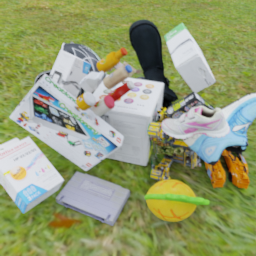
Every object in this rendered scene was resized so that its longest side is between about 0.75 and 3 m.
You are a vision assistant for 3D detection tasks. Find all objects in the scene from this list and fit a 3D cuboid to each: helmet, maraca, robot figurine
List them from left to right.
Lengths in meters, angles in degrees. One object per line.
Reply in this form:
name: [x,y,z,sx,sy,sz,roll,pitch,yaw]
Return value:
helmet: [-1.834,-1.622,9.753,2.303,2.415,2.415,-35,41,9]
maraca: [1.097,1.715,6.645,1.261,1.839,0.984,9,72,-15]
robot figurine: [2.891,0.950,8.496,1.446,0.581,1.995,2,39,-1]

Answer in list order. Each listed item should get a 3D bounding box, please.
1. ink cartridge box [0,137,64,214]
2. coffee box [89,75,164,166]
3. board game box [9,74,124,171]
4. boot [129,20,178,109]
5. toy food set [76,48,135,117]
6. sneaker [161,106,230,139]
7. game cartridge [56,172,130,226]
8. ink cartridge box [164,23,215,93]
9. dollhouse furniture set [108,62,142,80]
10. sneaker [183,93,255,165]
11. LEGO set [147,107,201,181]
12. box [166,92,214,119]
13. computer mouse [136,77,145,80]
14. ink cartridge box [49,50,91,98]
ink cartridge box: [-2.716,1.016,7.140,1.925,0.653,1.108,47,48,11]
coffee box: [-0.055,-0.293,8.920,1.951,1.954,1.932,11,40,13]
board game box: [-1.594,-0.008,7.354,2.575,1.626,0.446,40,37,-19]
boot: [0.953,-2.033,10.006,1.105,2.893,2.431,-16,55,8]
toy food set: [-0.453,-1.119,6.943,0.920,0.976,2.045,-28,24,32]
sneaker: [1.472,-0.181,6.287,1.496,0.660,0.608,-4,32,19]
game cartridge: [-0.931,1.867,7.618,1.718,0.330,1.114,16,38,19]
ink cartridge box: [1.998,-2.291,9.212,0.803,1.394,1.910,-30,42,23]
dollhouse furniture set: [0.031,-2.328,10.916,1.420,0.813,1.665,34,35,-13]
sneaker: [2.830,0.061,7.672,2.810,1.101,1.264,-31,84,-19]
LEGO set: [1.418,0.549,7.850,1.244,2.147,1.651,10,23,28]
box: [1.536,-0.397,6.816,0.817,1.020,0.226,-34,52,28]
computer mouse: [0.774,-1.603,11.808,0.634,0.368,2.161,-11,41,-15]
ink cartridge box: [-1.757,-1.219,7.809,0.542,1.625,0.941,28,10,16]
